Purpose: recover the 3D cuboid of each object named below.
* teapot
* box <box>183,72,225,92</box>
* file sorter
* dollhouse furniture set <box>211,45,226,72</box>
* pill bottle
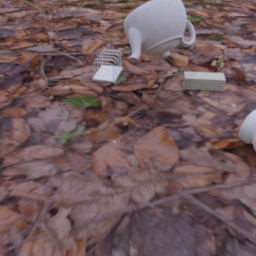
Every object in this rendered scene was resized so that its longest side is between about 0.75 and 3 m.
[{"bbox_3d":[1.119,-3.342,9.881,2.381,1.739,2.350,-22,5,15],"label":"teapot"},{"bbox_3d":[3.278,-2.023,12.191,1.708,0.584,0.702,5,38,6],"label":"box"},{"bbox_3d":[-0.965,-2.891,13.046,1.046,0.939,1.508,8,39,10],"label":"file sorter"},{"bbox_3d":[4.249,-3.299,13.383,0.553,1.250,0.648,23,67,26],"label":"dollhouse furniture set"},{"bbox_3d":[4.667,0.445,8.323,1.373,1.373,2.371,-25,43,-29],"label":"pill bottle"}]
